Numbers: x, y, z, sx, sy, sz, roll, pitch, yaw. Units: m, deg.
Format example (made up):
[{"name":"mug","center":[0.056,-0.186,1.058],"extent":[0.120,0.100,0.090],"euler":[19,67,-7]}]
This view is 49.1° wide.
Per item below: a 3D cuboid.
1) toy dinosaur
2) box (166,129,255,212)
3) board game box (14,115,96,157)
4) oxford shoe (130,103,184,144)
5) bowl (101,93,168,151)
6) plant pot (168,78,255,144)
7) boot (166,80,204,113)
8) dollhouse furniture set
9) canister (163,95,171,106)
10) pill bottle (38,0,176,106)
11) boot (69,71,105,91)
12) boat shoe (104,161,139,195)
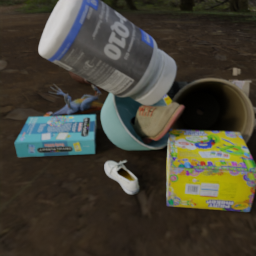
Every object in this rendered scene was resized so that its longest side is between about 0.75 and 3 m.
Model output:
[{"name":"toy dinosaur","center":[-1.888,-0.675,10.153],"extent":[2.112,2.327,1.222],"euler":[-42,19,3]},{"name":"box","center":[1.891,0.947,6.822],"extent":[1.853,1.130,1.785],"euler":[3,28,7]},{"name":"board game box","center":[-2.155,0.212,8.817],"extent":[2.248,0.527,1.697],"euler":[-2,28,-3]},{"name":"oxford shoe","center":[0.616,-0.211,7.376],"extent":[0.917,2.453,0.864],"euler":[43,66,-3]},{"name":"bowl","center":[0.115,-0.269,8.341],"extent":[1.228,2.348,2.348],"euler":[-31,4,41]},{"name":"plant pot","center":[2.306,-0.379,8.515],"extent":[2.318,2.318,2.011],"euler":[3,12,5]},{"name":"boot","center":[2.210,-1.208,10.951],"extent":[1.971,0.992,2.636],"euler":[-1,22,-10]},{"name":"dollhouse furniture set","center":[3.642,-1.085,9.636],"extent":[0.931,1.907,1.627],"euler":[-2,11,-4]},{"name":"canister","center":[0.749,-0.978,9.770],"extent":[1.347,0.785,1.813],"euler":[-31,77,-38]},{"name":"pill bottle","center":[-0.379,-1.738,6.575],"extent":[2.945,1.675,1.675],"euler":[25,15,-31]},{"name":"boot","center":[-2.150,-2.499,12.739],"extent":[2.190,2.041,0.703],"euler":[27,79,39]},{"name":"boat shoe","center":[-0.194,1.093,7.134],"extent":[0.496,0.573,1.344],"euler":[-16,33,-26]}]
